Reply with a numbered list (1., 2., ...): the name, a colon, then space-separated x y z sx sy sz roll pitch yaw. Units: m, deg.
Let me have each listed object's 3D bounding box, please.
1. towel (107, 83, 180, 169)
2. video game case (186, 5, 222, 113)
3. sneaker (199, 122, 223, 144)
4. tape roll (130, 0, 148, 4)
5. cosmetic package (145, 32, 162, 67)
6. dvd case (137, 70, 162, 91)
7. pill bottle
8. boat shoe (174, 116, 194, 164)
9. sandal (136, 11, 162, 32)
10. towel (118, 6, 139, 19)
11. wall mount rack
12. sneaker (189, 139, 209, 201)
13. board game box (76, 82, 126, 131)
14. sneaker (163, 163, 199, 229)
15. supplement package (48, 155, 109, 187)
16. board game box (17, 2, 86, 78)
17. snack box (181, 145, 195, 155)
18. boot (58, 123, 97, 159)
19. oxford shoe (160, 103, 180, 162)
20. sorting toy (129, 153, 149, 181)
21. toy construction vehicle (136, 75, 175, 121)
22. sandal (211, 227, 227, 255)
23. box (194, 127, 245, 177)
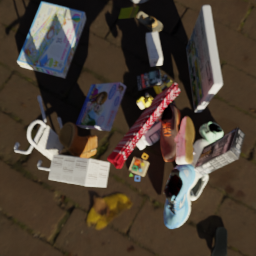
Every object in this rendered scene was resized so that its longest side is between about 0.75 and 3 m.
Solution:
1. towel: 0.350 -0.016 7.876 0.298 1.916 2.649 39 81 -5
2. video game case: 2.558 -2.242 9.722 0.306 2.535 2.780 -4 75 -1
3. sneaker: 3.252 0.503 9.990 0.602 0.965 1.636 -40 81 -10
4. tape roll: 0.449 -5.844 11.787 1.143 0.378 1.143 0 76 1
5. cosmetic package: 0.778 -2.385 8.498 0.380 0.482 0.897 -8 76 2
6. dvd case: 0.698 -1.583 9.291 0.808 0.089 0.590 -16 58 17
7. pill bottle: 0.787 0.181 10.112 1.282 0.767 0.767 -37 79 -5
8. boat shoe: 1.605 0.352 8.277 0.539 0.528 1.523 36 52 -35
9. sandal: 0.713 -3.366 8.851 1.034 0.282 0.423 22 82 -35
10. towel: -0.005 -4.115 10.009 0.951 0.086 0.409 20 89 48
11. wall mount rack: -2.774 0.205 9.485 0.897 2.407 2.091 9 63 23
12. sneaker: 2.525 1.443 9.718 0.835 0.982 2.220 16 79 -1
13. board game box: -0.954 -0.736 9.530 1.617 0.333 1.620 5 71 47
14. sneaker: 1.440 2.185 8.991 0.928 1.065 2.368 23 111 42
15. supplement package: -1.469 1.311 8.499 1.401 1.091 0.777 3 79 30
16. board game box: -3.005 -3.533 11.189 1.868 0.476 2.779 16 77 4
17. snack box: 1.958 0.568 9.731 0.169 1.387 0.498 34 115 -20
18. boot: -1.614 0.441 9.474 1.402 1.813 0.668 -18 49 -42
19. oxford shoe: 1.262 0.109 9.021 0.697 0.710 1.958 -11 61 27
20. sorting toy: 0.394 1.394 10.124 0.597 0.145 1.061 21 76 5
21. toy construction vehicle: 1.061 -0.924 9.550 1.392 1.212 0.490 -37 43 -5
22. sandal: 3.089 4.110 9.506 0.535 0.341 1.423 19 65 5
23. box: 2.739 0.742 8.432 0.362 1.454 1.147 44 47 -4
